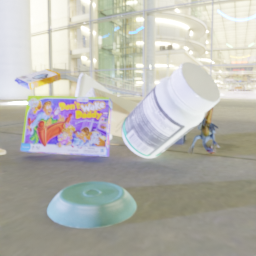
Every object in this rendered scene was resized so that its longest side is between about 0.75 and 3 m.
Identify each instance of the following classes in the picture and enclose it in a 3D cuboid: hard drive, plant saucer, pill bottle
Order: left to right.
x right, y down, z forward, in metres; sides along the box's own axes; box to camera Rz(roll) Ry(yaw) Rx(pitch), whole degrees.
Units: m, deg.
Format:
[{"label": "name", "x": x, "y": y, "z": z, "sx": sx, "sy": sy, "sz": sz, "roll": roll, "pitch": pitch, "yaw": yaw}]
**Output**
[{"label": "plant saucer", "x": -0.657, "y": 1.314, "z": 5.156, "sx": 1.624, "sy": 0.292, "sz": 1.624, "roll": 0, "pitch": 9, "yaw": 0}, {"label": "hard drive", "x": -1.376, "y": -0.905, "z": 11.450, "sx": 1.804, "sy": 0.365, "sz": 2.736, "roll": 34, "pitch": 35, "yaw": -28}, {"label": "pill bottle", "x": 1.115, "y": -0.422, "z": 7.897, "sx": 1.570, "sy": 1.570, "sz": 2.776, "roll": -8, "pitch": -27, "yaw": -41}]

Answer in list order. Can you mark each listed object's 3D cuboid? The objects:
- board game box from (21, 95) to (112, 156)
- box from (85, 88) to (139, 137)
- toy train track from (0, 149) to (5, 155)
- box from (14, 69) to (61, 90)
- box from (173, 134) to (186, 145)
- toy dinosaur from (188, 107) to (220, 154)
[{"label": "board game box", "x": -1.870, "y": -0.066, "z": 8.683, "sx": 2.604, "sy": 1.751, "sz": 0.583, "roll": 2, "pitch": -10, "yaw": 6}, {"label": "box", "x": -0.492, "y": -0.459, "z": 10.381, "sx": 2.516, "sy": 1.195, "sz": 0.978, "roll": 14, "pitch": 41, "yaw": -38}, {"label": "toy train track", "x": -4.647, "y": 0.810, "z": 8.287, "sx": 1.184, "sy": 0.336, "sz": 2.065, "roll": 6, "pitch": 10, "yaw": 34}, {"label": "box", "x": -3.480, "y": -1.844, "z": 10.685, "sx": 0.928, "sy": 0.323, "sz": 1.559, "roll": 25, "pitch": 41, "yaw": 37}, {"label": "box", "x": 1.589, "y": 0.303, "z": 10.990, "sx": 1.275, "sy": 0.503, "sz": 0.900, "roll": 3, "pitch": 6, "yaw": 19}, {"label": "toy dinosaur", "x": 2.457, "y": 0.178, "z": 8.422, "sx": 0.823, "sy": 1.568, "sz": 1.423, "roll": 20, "pitch": -13, "yaw": 23}]
